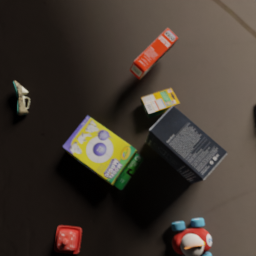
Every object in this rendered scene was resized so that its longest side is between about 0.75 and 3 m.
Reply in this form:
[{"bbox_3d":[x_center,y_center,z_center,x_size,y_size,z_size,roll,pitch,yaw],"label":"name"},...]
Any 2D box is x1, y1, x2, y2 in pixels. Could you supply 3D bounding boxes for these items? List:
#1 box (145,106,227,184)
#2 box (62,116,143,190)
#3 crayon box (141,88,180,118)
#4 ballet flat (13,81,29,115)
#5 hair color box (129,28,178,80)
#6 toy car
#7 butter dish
[{"bbox_3d":[1.921,0.668,9.861,2.379,1.765,1.274,42,79,9],"label":"box"},{"bbox_3d":[-0.894,0.929,10.316,2.663,0.644,1.562,34,78,11],"label":"box"},{"bbox_3d":[1.236,-0.968,10.900,1.295,0.334,0.814,-19,61,-8],"label":"crayon box"},{"bbox_3d":[-4.196,-1.183,11.078,0.532,0.479,1.412,-8,80,-25],"label":"ballet flat"},{"bbox_3d":[0.966,-2.802,10.750,0.609,1.056,1.904,43,79,-1],"label":"hair color box"},{"bbox_3d":[2.189,3.810,9.173,1.347,1.523,1.403,-9,76,-2],"label":"toy car"},{"bbox_3d":[-2.111,3.868,9.606,0.887,0.656,0.885,5,76,1],"label":"butter dish"}]
